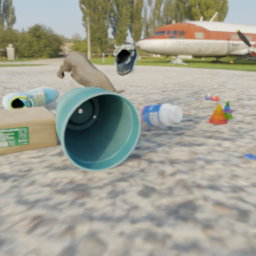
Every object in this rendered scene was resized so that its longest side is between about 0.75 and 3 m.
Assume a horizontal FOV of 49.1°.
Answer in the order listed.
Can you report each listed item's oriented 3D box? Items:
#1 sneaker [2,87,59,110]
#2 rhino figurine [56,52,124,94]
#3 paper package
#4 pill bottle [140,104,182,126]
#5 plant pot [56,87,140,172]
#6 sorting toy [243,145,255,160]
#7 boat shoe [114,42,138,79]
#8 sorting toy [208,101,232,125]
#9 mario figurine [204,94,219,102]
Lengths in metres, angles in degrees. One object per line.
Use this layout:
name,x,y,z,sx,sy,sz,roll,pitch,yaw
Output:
sneaker,-4.081,-1.160,12.215,2.461,0.979,1.607,-18,20,-25
rhino figurine,-1.073,-1.370,8.840,2.621,1.146,0.784,41,45,7
paper package,-3.064,0.012,8.057,1.766,0.913,1.683,-8,17,-28
pill bottle,1.050,-0.407,8.892,1.258,0.706,0.706,-1,11,42
plant pot,-0.920,-0.171,6.648,1.822,1.822,1.712,-8,25,-27
sorting toy,3.413,0.691,7.020,1.357,0.185,0.764,-15,26,-42
boat shoe,-0.124,-2.510,9.758,0.763,0.630,2.037,-6,45,18
sorting toy,3.707,-0.697,10.974,0.719,0.715,2.075,9,19,29
mario figurine,4.466,-1.612,14.796,0.476,0.409,0.771,-13,19,-40
